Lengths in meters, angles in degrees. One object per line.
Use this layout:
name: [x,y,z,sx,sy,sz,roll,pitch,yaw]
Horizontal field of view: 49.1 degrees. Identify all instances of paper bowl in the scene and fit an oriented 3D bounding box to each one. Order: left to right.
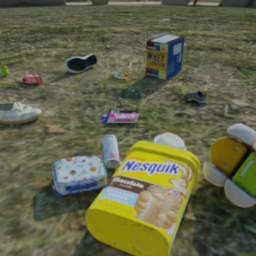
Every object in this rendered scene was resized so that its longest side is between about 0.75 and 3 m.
paper bowl: [1.174,0.528,7.873,0.977,0.508,0.977,15,32,-10]

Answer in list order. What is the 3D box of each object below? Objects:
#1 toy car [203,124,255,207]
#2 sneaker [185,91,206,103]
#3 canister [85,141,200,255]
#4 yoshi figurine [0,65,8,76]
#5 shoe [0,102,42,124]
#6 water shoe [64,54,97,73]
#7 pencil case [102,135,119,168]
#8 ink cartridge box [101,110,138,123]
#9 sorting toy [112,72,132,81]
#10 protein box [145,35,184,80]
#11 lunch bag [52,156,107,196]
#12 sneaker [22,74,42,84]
toy car: [2.867,0.950,6.694,1.376,1.606,1.836,26,12,-36]
sneaker: [2.823,-1.386,11.577,0.381,0.448,1.023,-21,36,-33]
canister: [0.417,1.417,6.020,1.794,1.045,2.415,12,33,20]
yoshi figurine: [-6.560,-2.819,14.219,1.112,0.625,0.623,-7,-14,16]
shoe: [-4.270,-0.554,9.921,2.303,0.615,0.805,-3,29,-5]
water shoe: [-2.635,-3.398,15.057,0.888,0.805,2.250,-4,16,41]
pencil case: [-0.490,0.647,7.757,0.432,0.396,0.952,-7,49,-2]
ink cartridge box: [-0.311,-0.409,10.085,1.328,0.246,0.629,-2,29,1]
sorting toy: [-0.269,-2.616,14.050,0.704,0.170,1.250,-23,37,-35]
protein box: [1.862,-3.623,14.202,1.198,1.763,1.775,19,35,30]
lunch bag: [-1.225,1.191,6.956,1.337,0.505,1.071,-8,32,-16]
sneaker: [-4.560,-2.240,13.261,1.154,0.425,0.500,13,44,29]
